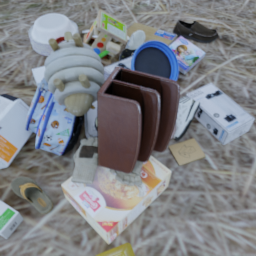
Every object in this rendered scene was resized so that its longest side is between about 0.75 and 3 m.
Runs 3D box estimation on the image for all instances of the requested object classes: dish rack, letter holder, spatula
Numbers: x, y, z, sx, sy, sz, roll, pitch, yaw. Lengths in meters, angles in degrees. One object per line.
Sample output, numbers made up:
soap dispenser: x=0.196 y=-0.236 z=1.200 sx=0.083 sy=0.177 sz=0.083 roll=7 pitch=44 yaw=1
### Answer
dish rack: x=-0.489 y=-0.534 z=10.240 sx=2.258 sy=0.492 sz=1.938 roll=-4 pitch=75 yaw=-2
letter holder: x=0.252 y=-0.017 z=7.255 sx=1.796 sy=2.527 sz=1.271 roll=15 pitch=44 yaw=11
spatula: x=-1.178 y=-4.748 z=14.355 sx=2.372 sy=0.190 sz=1.649 roll=-10 pitch=52 yaw=0

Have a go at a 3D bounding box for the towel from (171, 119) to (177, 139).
towel: x=1.413 y=-0.532 z=10.375 sx=1.387 sy=0.234 sz=1.453 roll=45 pitch=54 yaw=-16

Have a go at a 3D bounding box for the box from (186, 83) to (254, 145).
box: x=3.356 y=-0.591 z=10.601 sx=1.348 sy=0.695 sz=2.312 roll=-24 pitch=54 yaw=-19

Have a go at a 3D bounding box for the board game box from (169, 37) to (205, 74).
board game box: x=2.473 y=-3.315 z=12.709 sx=1.455 sy=0.299 sz=1.451 roll=41 pitch=69 yaw=17

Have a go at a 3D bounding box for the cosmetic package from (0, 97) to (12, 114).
cosmetic package: x=-5.246 y=-0.788 z=10.847 sx=2.254 sy=0.571 sz=0.930 roll=22 pitch=53 yaw=17

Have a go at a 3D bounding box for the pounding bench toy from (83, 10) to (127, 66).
pounding bench toy: x=-1.082 y=-3.614 z=12.323 sx=1.387 sy=1.742 sz=2.233 roll=20 pitch=46 yaw=-27

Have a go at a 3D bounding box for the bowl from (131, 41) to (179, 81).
bowl: x=1.037 y=-2.377 z=11.003 sx=2.015 sy=0.396 sz=2.015 roll=0 pitch=89 yaw=-22

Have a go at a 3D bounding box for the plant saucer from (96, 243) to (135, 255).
plant saucer: x=-0.490 y=3.998 z=6.888 sx=1.922 sy=0.466 sz=1.922 roll=-17 pitch=52 yaw=-14

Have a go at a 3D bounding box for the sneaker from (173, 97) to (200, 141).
sneaker: x=1.854 y=-0.390 z=10.236 sx=0.948 sy=0.622 sz=1.647 roll=27 pitch=82 yaw=17

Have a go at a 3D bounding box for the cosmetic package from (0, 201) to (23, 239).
cosmetic package: x=-3.808 y=2.504 z=8.079 sx=1.334 sy=0.566 sz=0.718 roll=24 pitch=56 yaw=17

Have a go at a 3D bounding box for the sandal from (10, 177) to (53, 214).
sandal: x=-2.940 y=1.992 z=8.493 sx=1.598 sy=0.432 sz=0.642 roll=34 pitch=73 yaw=20

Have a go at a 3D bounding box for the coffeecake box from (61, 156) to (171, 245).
coffeecake box: x=-0.324 y=1.745 z=8.461 sx=1.998 sy=0.951 sz=2.603 roll=37 pitch=59 yaw=27

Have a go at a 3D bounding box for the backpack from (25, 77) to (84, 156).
backpack: x=-2.343 y=-0.354 z=9.307 sx=1.923 sy=2.496 sz=2.378 roll=10 pitch=62 yaw=-13

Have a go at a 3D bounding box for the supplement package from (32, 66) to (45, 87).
supplement package: x=-3.248 y=-2.096 z=11.856 sx=1.299 sy=0.720 sz=1.011 roll=-20 pitch=52 yaw=-15

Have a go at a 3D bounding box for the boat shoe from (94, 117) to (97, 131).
boat shoe: x=0.003 y=-0.071 z=9.539 sx=2.306 sy=0.723 sz=0.844 roll=5 pitch=77 yaw=-12

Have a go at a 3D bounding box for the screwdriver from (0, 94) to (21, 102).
screwdriver: x=-5.674 y=-1.344 z=11.399 sx=2.860 sy=0.399 sz=0.416 roll=13 pitch=21 yaw=7

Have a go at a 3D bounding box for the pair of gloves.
pair of gloves: x=-0.593 y=0.981 z=8.286 sx=2.055 sy=0.360 sz=1.748 roll=0 pitch=42 yaw=-2

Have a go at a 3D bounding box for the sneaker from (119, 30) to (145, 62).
sneaker: x=0.185 y=-3.712 z=13.308 sx=0.756 sy=0.762 sz=2.103 roll=32 pitch=68 yaw=-8

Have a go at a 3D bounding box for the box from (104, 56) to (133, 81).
box: x=0.418 y=-2.384 z=11.865 sx=2.622 sy=0.788 sz=1.529 roll=-27 pitch=43 yaw=-22

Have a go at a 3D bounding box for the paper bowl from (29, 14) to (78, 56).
paper bowl: x=-3.637 y=-4.662 z=13.703 sx=2.374 sy=1.234 sz=2.374 roll=0 pitch=51 yaw=0

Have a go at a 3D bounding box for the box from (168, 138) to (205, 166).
box: x=2.047 y=0.838 z=9.785 sx=1.036 sy=0.110 sz=0.847 roll=-16 pitch=52 yaw=-14

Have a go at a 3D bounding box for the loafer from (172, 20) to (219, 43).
loafer: x=3.430 y=-4.939 z=14.182 sx=2.324 sy=0.829 sz=0.848 roll=11 pitch=51 yaw=9

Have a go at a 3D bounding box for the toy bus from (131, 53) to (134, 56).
toy bus: x=0.426 y=-3.279 z=12.685 sx=0.683 sy=0.724 sz=0.374 roll=-31 pitch=49 yaw=-10

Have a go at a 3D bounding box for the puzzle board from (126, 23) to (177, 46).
puzzle board: x=0.980 y=-4.573 z=14.295 sx=2.501 sy=0.218 sz=1.885 roll=24 pitch=53 yaw=18

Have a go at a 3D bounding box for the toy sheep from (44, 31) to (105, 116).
toy sheep: x=-1.516 y=-1.593 z=7.898 sx=1.855 sy=1.855 sz=2.691 roll=-5 pitch=73 yaw=-4

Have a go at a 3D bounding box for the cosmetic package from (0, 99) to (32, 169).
cosmetic package: x=-4.067 y=0.191 z=9.543 sx=0.786 sy=1.118 sz=2.205 roll=-18 pitch=37 yaw=40

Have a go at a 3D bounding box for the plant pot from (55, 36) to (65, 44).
plant pot: x=-2.900 y=-3.427 z=12.706 sx=0.997 sy=0.970 sz=0.997 roll=8 pitch=61 yaw=-14
